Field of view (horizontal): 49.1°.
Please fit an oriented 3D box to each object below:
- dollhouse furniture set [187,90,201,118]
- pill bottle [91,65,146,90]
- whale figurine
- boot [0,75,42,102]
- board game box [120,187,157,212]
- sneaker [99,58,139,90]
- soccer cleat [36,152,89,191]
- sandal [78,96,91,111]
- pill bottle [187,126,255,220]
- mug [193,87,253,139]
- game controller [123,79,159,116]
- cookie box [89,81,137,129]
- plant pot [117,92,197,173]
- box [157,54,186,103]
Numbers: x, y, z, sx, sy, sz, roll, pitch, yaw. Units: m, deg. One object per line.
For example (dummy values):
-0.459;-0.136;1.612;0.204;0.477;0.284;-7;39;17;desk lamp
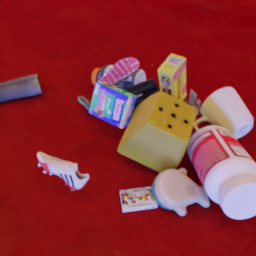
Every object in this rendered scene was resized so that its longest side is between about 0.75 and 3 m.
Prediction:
2.445;-0.861;11.712;1.045;0.852;0.994;-19;47;-18;dollhouse furniture set
-0.477;-2.145;12.606;2.327;1.236;1.236;13;45;24;pill bottle
1.631;2.030;8.818;1.887;0.979;1.501;14;61;-17;whale figurine
-5.282;-1.403;12.330;2.828;1.026;2.571;-5;46;-15;boot
0.324;2.278;8.937;1.106;0.191;0.698;-6;45;-6;board game box
-0.353;-2.019;11.217;1.990;0.871;0.734;-38;73;12;sneaker
-1.753;1.092;7.600;0.680;1.597;0.548;-39;25;10;soccer cleat
-1.599;-0.992;11.789;1.210;0.345;0.481;36;31;4;sandal
2.933;1.252;8.497;1.631;1.631;2.906;-3;28;-3;pill bottle
3.831;-0.320;10.991;1.606;2.005;1.646;7;43;-43;mug
0.381;-1.130;10.665;1.979;1.032;0.417;-24;21;-24;game controller
-0.560;-0.824;9.911;1.431;1.224;0.538;25;25;16;cookie box
1.119;0.050;9.174;2.038;1.797;2.038;27;57;-4;plant pot
1.651;-1.392;10.157;0.626;2.497;0.940;25;62;28;box
